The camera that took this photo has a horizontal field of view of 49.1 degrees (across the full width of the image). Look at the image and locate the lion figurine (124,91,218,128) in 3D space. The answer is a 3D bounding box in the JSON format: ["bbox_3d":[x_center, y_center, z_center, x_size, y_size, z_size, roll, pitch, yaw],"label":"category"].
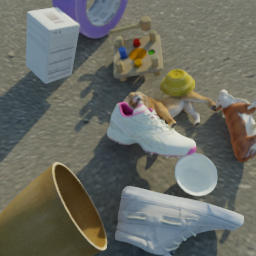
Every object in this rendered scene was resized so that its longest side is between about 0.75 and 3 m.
[{"bbox_3d":[1.309,-0.664,8.507,2.646,0.959,1.620,-17,53,-25],"label":"lion figurine"}]

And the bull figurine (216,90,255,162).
[{"bbox_3d":[3.305,-0.208,7.996,0.740,1.380,2.273,5,64,-30],"label":"bull figurine"}]

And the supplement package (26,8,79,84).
[{"bbox_3d":[-2.277,-2.420,8.306,1.047,1.792,1.051,41,47,19],"label":"supplement package"}]

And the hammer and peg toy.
[{"bbox_3d":[0.268,-2.663,9.491,1.682,0.806,2.287,-8,57,9],"label":"hammer and peg toy"}]

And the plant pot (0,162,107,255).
[{"bbox_3d":[-1.996,2.301,6.182,2.320,2.162,2.162,-33,64,-2],"label":"plant pot"}]

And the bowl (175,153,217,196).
[{"bbox_3d":[1.742,1.281,7.461,1.130,0.508,1.130,2,66,-4],"label":"bowl"}]

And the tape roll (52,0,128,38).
[{"bbox_3d":[-1.199,-4.550,9.562,1.131,2.661,2.661,34,66,23],"label":"tape roll"}]

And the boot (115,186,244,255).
[{"bbox_3d":[1.170,2.396,6.700,2.938,1.080,1.404,11,74,8],"label":"boot"}]

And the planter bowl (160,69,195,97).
[{"bbox_3d":[1.502,-1.486,8.619,1.088,0.453,1.088,-8,45,8],"label":"planter bowl"}]

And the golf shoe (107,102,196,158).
[{"bbox_3d":[0.595,0.032,7.446,2.524,1.155,0.951,15,20,21],"label":"golf shoe"}]
